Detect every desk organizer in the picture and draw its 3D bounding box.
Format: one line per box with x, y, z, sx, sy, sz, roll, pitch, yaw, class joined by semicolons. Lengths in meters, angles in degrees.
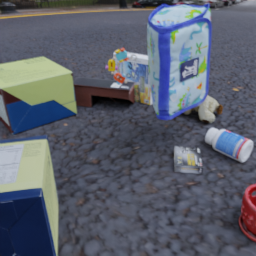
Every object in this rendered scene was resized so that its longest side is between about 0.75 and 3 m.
-1.102;-1.505;12.413;2.715;1.045;0.974;8;31;13;desk organizer

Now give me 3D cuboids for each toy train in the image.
-0.247;-2.193;9.885;0.938;1.249;0.347;28;27;-10;toy train

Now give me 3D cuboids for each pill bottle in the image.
3.268;0.507;9.191;0.776;0.776;1.382;-25;39;-36;pill bottle

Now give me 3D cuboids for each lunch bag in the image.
1.367;-1.962;7.917;1.873;2.499;2.939;8;35;22;lunch bag

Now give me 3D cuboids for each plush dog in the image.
3.145;-0.979;11.591;1.613;1.294;1.385;26;15;38;plush dog

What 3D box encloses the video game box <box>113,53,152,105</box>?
0.278;-2.255;12.633;1.952;2.143;0.502;19;37;30;video game box

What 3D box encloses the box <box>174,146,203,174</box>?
1.888;0.994;8.865;0.851;0.260;1.075;4;30;7;box

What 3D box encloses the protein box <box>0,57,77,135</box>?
-4.068;-1.486;11.523;2.774;1.886;2.795;-21;36;-32;protein box

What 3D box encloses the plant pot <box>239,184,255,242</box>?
3.135;1.995;6.381;1.099;1.001;1.099;-1;30;0;plant pot

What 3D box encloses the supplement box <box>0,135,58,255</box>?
-2.329;1.592;5.986;1.397;2.082;2.079;-6;30;-10;supplement box
